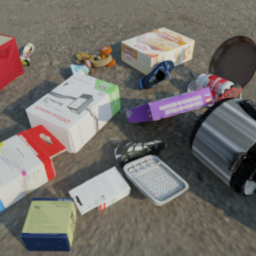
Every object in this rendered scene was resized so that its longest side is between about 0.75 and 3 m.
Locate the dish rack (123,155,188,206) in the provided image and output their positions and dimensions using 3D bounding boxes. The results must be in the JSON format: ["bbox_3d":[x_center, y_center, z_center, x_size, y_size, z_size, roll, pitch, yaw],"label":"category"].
[{"bbox_3d":[0.768,1.530,8.113,1.394,0.354,1.624,-16,43,-40],"label":"dish rack"}]

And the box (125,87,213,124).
[{"bbox_3d":[1.208,-0.682,9.398,1.975,0.564,2.886,-16,3,-13],"label":"box"}]

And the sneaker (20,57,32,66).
[{"bbox_3d":[-5.174,-3.235,13.896,0.970,0.361,0.410,21,50,34],"label":"sneaker"}]

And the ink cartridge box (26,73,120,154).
[{"bbox_3d":[-1.887,-0.651,10.152,2.020,1.166,2.776,22,48,24],"label":"ink cartridge box"}]

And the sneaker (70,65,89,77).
[{"bbox_3d":[-2.163,-2.476,12.865,0.862,0.525,1.320,-7,49,-18],"label":"sneaker"}]

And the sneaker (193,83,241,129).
[{"bbox_3d":[3.327,-0.532,9.855,1.064,0.770,2.178,43,97,18],"label":"sneaker"}]

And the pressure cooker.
[{"bbox_3d":[3.386,0.637,7.982,2.300,2.336,2.616,-35,49,-10],"label":"pressure cooker"}]

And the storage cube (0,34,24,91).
[{"bbox_3d":[-6.040,-2.976,12.431,2.030,1.825,1.735,15,43,15],"label":"storage cube"}]

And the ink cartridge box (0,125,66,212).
[{"bbox_3d":[-3.336,1.165,8.312,2.764,0.930,1.606,-32,53,-31],"label":"ink cartridge box"}]

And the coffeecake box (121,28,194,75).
[{"bbox_3d":[1.452,-3.859,14.013,2.905,1.061,2.229,-29,49,-29],"label":"coffeecake box"}]

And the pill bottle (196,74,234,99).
[{"bbox_3d":[3.534,-1.707,11.507,0.801,0.801,1.426,-27,41,-27],"label":"pill bottle"}]

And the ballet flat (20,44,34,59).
[{"bbox_3d":[-5.254,-4.113,14.689,0.507,0.522,1.468,23,40,-14],"label":"ballet flat"}]

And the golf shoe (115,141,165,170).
[{"bbox_3d":[0.376,0.667,9.134,1.737,0.675,0.821,-17,43,-20],"label":"golf shoe"}]

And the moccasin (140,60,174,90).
[{"bbox_3d":[1.435,-2.267,12.292,2.096,0.843,0.715,-45,33,-24],"label":"moccasin"}]

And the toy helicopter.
[{"bbox_3d":[-1.842,-3.366,13.843,2.219,0.875,1.468,19,53,36],"label":"toy helicopter"}]

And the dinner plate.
[{"bbox_3d":[3.630,-1.464,11.884,2.209,0.268,2.209,1,41,0],"label":"dinner plate"}]

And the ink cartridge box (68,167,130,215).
[{"bbox_3d":[-0.801,1.829,7.930,1.539,0.387,0.838,-25,56,-23],"label":"ink cartridge box"}]

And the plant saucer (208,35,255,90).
[{"bbox_3d":[4.426,-2.581,11.664,0.419,2.431,2.431,6,34,-34],"label":"plant saucer"}]

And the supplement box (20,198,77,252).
[{"bbox_3d":[-1.943,2.423,7.066,1.089,0.731,1.088,1,41,1],"label":"supplement box"}]
